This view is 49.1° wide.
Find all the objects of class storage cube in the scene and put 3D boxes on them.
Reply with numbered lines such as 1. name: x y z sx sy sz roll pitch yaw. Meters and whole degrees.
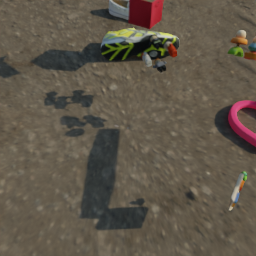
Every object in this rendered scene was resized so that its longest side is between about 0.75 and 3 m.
1. storage cube: 0.549 -3.767 8.877 0.937 0.842 0.801 23 49 21

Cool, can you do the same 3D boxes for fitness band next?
1. fitness band: 4.194 -0.104 8.777 2.103 0.394 1.511 39 68 23

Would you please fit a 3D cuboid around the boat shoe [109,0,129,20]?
1. boat shoe: 0.176 -4.953 11.598 2.091 0.730 0.741 20 60 12

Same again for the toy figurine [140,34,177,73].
1. toy figurine: 0.844 -2.122 7.986 0.882 0.869 0.614 12 37 -32

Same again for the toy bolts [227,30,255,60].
1. toy bolts: 2.915 -1.926 6.578 0.834 0.578 0.796 2 19 -34

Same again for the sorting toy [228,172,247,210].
1. sorting toy: 2.425 1.284 6.105 0.141 0.711 0.961 20 64 26

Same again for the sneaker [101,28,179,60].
1. sneaker: 0.446 -3.248 10.325 2.888 1.089 1.103 -1 58 -2
